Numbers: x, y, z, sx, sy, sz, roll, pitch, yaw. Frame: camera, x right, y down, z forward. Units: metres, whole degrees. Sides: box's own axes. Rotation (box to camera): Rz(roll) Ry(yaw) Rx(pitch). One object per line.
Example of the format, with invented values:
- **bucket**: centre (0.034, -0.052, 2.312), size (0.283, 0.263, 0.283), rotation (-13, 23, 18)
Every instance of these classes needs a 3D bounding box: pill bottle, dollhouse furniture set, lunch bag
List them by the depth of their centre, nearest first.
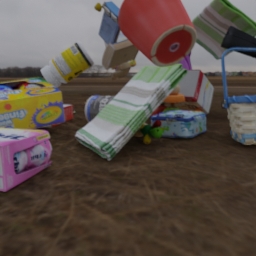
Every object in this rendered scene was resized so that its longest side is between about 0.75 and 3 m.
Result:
- **lunch bag**: centre (1.507, -0.141, 8.411), size (1.351, 0.693, 1.681), rotation (4, 10, 35)
- **pill bottle**: centre (-0.421, -0.538, 9.426), size (1.874, 1.066, 1.066), rotation (5, 12, 28)
- **pill bottle**: centre (-2.274, -2.320, 10.479), size (1.806, 1.032, 1.032), rotation (-34, 11, 3)
- **dollhouse furniture set**: centre (-0.944, -3.457, 11.334), size (1.548, 2.372, 2.240), rotation (-29, -18, -35)

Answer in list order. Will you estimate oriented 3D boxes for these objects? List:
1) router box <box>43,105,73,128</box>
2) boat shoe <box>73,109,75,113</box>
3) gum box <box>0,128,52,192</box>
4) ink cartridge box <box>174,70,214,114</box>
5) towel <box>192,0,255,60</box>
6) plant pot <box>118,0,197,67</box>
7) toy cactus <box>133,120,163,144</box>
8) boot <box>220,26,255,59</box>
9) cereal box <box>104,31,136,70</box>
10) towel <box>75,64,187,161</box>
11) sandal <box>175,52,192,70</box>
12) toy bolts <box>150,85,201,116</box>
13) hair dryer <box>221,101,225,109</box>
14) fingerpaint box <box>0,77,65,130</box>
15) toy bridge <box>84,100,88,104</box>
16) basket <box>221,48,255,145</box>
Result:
- **router box**: centre (-3.562, -0.506, 10.549), size (2.367, 0.578, 2.124), rotation (2, 11, 8)
- **boat shoe**: centre (-3.100, -0.837, 12.670), size (1.397, 0.459, 0.499), rotation (-4, 11, -19)
- **gum box**: centre (-2.612, 0.453, 4.962), size (2.256, 0.746, 1.280), rotation (3, 11, 15)
- **ink cartridge box**: centre (2.744, -1.541, 12.276), size (1.333, 1.327, 1.834), rotation (6, -15, 38)
- **towel**: centre (3.466, -3.660, 10.693), size (2.067, 0.425, 2.771), rotation (33, -10, -7)
- **plant pot**: centre (1.009, -3.122, 8.845), size (2.192, 2.192, 1.939), rotation (-7, 54, -31)
- **toy cactus**: centre (0.094, -0.058, 7.698), size (2.010, 1.028, 1.658), rotation (-4, -2, 28)
- **boot**: centre (3.968, -2.526, 9.389), size (1.790, 1.475, 0.587), rotation (28, -29, 4)
- **cereal box**: centre (-0.417, -3.745, 13.454), size (1.276, 1.773, 0.350), rotation (-12, -5, -26)
- **towel**: centre (-0.063, -0.561, 6.761), size (2.717, 0.417, 2.027), rotation (-48, 28, -12)
- **sandal**: centre (2.411, -3.646, 12.859), size (1.202, 2.953, 0.726), rotation (-21, 1, -20)
- **toy bolts**: centre (1.918, -1.216, 11.885), size (2.048, 1.487, 2.144), rotation (-6, 12, -31)
- **hair dryer**: centre (5.390, -0.665, 11.597), size (2.767, 0.752, 2.108), rotation (-9, 27, -34)
- **fingerpaint box**: centre (-3.622, -0.681, 8.351), size (2.798, 1.026, 2.334), rotation (-14, 26, -26)
- **toy bridge**: centre (-0.945, -1.288, 15.247), size (2.925, 0.398, 0.983), rotation (2, 12, 7)
- **basket**: centre (3.450, -0.812, 7.108), size (2.152, 2.440, 1.697), rotation (1, 8, 8)
